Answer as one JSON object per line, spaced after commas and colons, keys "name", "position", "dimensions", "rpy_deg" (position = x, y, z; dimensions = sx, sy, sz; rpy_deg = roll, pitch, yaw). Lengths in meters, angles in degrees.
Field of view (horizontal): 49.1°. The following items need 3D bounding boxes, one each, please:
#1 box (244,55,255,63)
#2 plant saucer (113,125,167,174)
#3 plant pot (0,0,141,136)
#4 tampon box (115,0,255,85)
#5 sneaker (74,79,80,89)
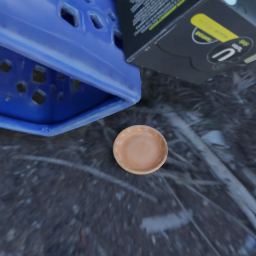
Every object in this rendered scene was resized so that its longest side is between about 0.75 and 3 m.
{"name": "box", "position": [3.310, -2.251, 5.883], "dimensions": [0.907, 2.207, 0.755], "rpy_deg": [44, 62, -20]}
{"name": "plant saucer", "position": [0.286, 0.523, 6.606], "dimensions": [1.264, 0.237, 1.264], "rpy_deg": [0, 57, 0]}
{"name": "plant pot", "position": [-1.705, -1.601, 4.611], "dimensions": [2.917, 2.917, 2.622], "rpy_deg": [19, 64, -41]}
{"name": "tampon box", "position": [0.924, -2.212, 4.400], "dimensions": [1.812, 1.527, 2.418], "rpy_deg": [6, 67, -41]}
{"name": "sneaker", "position": [-0.968, -1.069, 7.401], "dimensions": [1.461, 0.558, 0.837], "rpy_deg": [3, 52, -4]}
